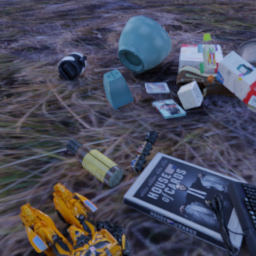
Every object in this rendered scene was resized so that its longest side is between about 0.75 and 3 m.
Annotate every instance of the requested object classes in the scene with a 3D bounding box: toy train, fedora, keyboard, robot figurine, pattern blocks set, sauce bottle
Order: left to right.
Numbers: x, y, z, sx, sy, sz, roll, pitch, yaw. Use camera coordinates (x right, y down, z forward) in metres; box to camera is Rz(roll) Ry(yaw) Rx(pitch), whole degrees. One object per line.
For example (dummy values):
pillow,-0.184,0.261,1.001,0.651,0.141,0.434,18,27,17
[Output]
robot figurine,-2.752,-3.005,13.858,1.367,1.135,1.819,8,33,7
robot figurine,-1.158,2.259,5.859,1.782,0.715,2.457,-32,44,-33
sauce bottle,-1.008,0.912,7.917,1.927,0.624,0.624,33,44,31
toy train,0.477,0.684,8.438,0.403,0.300,1.761,-9,33,33
pattern blocks set,3.344,-2.853,11.452,0.179,1.939,2.205,-1,23,36
keyboard,2.657,2.220,5.867,1.775,0.288,2.794,8,37,-7
fedora,6.124,-2.998,13.254,1.138,2.230,2.521,-48,32,-16

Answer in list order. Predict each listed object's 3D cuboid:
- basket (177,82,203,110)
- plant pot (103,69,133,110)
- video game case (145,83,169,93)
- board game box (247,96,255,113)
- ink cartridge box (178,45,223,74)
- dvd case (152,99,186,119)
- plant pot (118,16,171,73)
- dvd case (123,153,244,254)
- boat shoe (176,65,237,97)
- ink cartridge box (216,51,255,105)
basket,2.511,-1.289,11.280,0.668,0.830,0.823,-18,20,33
plant pot,-0.466,-1.618,11.224,0.897,1.270,0.898,-25,45,-8
video game case,1.331,-1.840,12.938,1.006,0.116,0.916,-2,32,-3
board game box,5.001,-0.448,9.487,1.854,0.317,1.246,31,8,21
ink cartridge box,3.631,-3.280,14.186,2.067,1.199,2.801,6,34,11
dvd case,1.606,-0.773,11.229,0.920,0.139,1.260,-10,32,-15
plant pot,0.589,-4.012,14.398,2.718,2.718,1.821,22,65,30
dvd case,1.579,1.704,7.092,2.780,0.344,2.089,18,37,24
boat shoe,3.512,-1.768,12.214,2.934,1.084,1.085,19,66,20
ink cartridge box,4.433,-1.769,10.706,0.709,1.225,2.109,-39,67,-7
